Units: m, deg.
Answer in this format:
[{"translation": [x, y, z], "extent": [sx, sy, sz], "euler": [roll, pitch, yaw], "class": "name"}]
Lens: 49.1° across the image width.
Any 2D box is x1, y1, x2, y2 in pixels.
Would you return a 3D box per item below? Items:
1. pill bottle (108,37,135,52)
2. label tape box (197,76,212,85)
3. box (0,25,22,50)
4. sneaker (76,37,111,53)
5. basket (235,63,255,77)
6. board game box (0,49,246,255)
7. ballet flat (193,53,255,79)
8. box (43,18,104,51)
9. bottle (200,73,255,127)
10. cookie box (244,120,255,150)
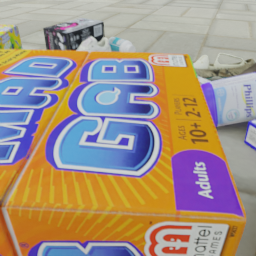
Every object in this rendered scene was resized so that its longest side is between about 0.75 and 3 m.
[{"translation": [-0.301, -3.602, 12.572], "extent": [0.735, 0.735, 1.327], "euler": [-27, 42, -35], "class": "pill bottle"}, {"translation": [1.607, -1.127, 8.870], "extent": [1.976, 0.626, 1.425], "euler": [-23, 39, -31], "class": "label tape box"}, {"translation": [-4.606, -2.531, 9.936], "extent": [1.143, 1.805, 1.874], "euler": [2, 32, 2], "class": "box"}, {"translation": [-1.790, -2.707, 10.644], "extent": [2.716, 1.353, 1.017], "euler": [-28, 43, -34], "class": "sneaker"}, {"translation": [4.200, -1.430, 8.487], "extent": [1.875, 1.691, 1.275], "euler": [-27, 38, -6], "class": "basket"}, {"translation": [-0.657, 0.880, 3.659], "extent": [2.927, 2.927, 2.929], "euler": [2, 33, 3], "class": "board game box"}, {"translation": [3.101, -2.144, 9.864], "extent": [2.594, 0.977, 0.880], "euler": [0, 27, 13], "class": "ballet flat"}, {"translation": [-2.219, -3.655, 11.896], "extent": [1.342, 1.546, 2.340], "euler": [19, 37, 26], "class": "box"}, {"translation": [3.343, -0.834, 7.402], "extent": [2.919, 1.219, 0.953], "euler": [-10, 18, 7], "class": "bottle"}, {"translation": [4.064, 0.242, 6.708], "extent": [1.812, 0.681, 1.550], "euler": [-14, 34, -22], "class": "cookie box"}]
